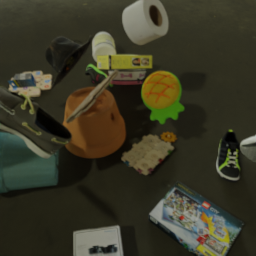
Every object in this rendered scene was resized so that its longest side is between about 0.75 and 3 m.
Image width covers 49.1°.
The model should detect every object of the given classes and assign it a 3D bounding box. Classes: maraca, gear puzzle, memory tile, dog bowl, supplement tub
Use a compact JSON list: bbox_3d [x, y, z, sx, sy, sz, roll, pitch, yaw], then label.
[{"bbox_3d":[1.108,-1.021,9.084,1.325,1.034,1.933,-20,61,16],"label":"maraca"},{"bbox_3d":[0.877,0.792,9.987,1.228,0.310,2.371,29,48,29],"label":"gear puzzle"},{"bbox_3d":[-1.095,-0.978,8.717,0.170,1.548,2.019,45,48,-13],"label":"memory tile"},{"bbox_3d":[-0.050,-2.291,12.490,1.706,0.629,1.706,0,13,0],"label":"dog bowl"},{"bbox_3d":[-1.261,-4.134,14.446,1.171,1.171,1.615,-4,44,-4],"label":"supplement tub"}]

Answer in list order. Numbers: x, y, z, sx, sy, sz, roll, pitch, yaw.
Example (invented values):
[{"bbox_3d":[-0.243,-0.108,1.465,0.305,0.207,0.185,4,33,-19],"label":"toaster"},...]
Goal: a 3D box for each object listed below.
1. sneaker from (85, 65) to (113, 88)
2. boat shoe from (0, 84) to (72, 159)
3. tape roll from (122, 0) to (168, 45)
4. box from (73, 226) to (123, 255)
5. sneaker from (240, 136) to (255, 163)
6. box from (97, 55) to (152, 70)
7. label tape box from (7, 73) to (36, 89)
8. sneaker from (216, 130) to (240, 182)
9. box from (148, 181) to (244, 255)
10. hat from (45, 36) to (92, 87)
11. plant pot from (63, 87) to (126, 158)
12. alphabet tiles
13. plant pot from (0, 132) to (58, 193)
[{"bbox_3d":[-1.348,-2.292,13.052,1.637,0.628,0.686,38,94,23],"label":"sneaker"},{"bbox_3d":[-2.483,-0.319,6.689,0.894,2.991,1.069,-29,49,8],"label":"boat shoe"},{"bbox_3d":[0.579,-3.536,9.276,0.918,1.337,1.337,-9,31,43],"label":"tape roll"},{"bbox_3d":[-0.682,3.567,6.792,1.243,0.641,2.131,-7,45,-7],"label":"box"},{"bbox_3d":[5.040,0.495,9.888,2.771,1.032,1.207,-5,35,-20],"label":"sneaker"},{"bbox_3d":[-0.124,-3.054,12.966,2.563,0.642,0.964,-12,18,-38],"label":"box"},{"bbox_3d":[-3.768,-1.672,9.964,0.826,0.596,0.262,-5,71,-4],"label":"label tape box"},{"bbox_3d":[3.400,0.867,9.472,0.720,0.831,2.008,6,44,6],"label":"sneaker"},{"bbox_3d":[1.881,2.659,7.903,2.177,0.410,1.487,31,52,28],"label":"box"},{"bbox_3d":[-2.167,-2.482,9.387,0.963,2.388,2.388,40,47,-12],"label":"hat"},{"bbox_3d":[-1.300,-0.343,10.136,2.396,1.677,2.396,-1,43,1],"label":"plant pot"},{"bbox_3d":[-4.520,-2.037,13.008,1.884,0.141,1.926,-7,44,-6],"label":"alphabet tiles"},{"bbox_3d":[-3.178,1.047,8.642,1.951,1.992,1.992,0,43,-12],"label":"plant pot"}]
